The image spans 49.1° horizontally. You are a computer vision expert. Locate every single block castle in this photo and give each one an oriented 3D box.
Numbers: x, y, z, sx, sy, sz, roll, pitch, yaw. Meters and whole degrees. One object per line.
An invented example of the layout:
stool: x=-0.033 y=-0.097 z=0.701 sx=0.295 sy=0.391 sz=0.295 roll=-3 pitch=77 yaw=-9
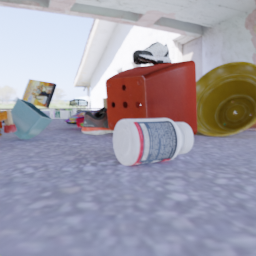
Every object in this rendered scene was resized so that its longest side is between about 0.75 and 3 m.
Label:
block castle: x=-3.657 y=0.061 z=6.719 sx=1.626 sy=0.763 sz=1.087 roll=-4 pitch=13 yaw=7

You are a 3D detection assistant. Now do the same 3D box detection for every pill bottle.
pill bottle: x=0.454 y=0.211 z=4.763 sx=1.263 sy=0.755 sz=0.755 roll=-3 pitch=6 yaw=-29

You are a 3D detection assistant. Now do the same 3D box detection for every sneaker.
sneaker: x=-0.622 y=-0.272 z=9.535 sx=0.840 sy=0.893 sz=2.181 roll=4 pitch=6 yaw=38
sneaker: x=0.743 y=-2.455 z=9.198 sx=0.687 sy=0.745 sz=1.862 roll=-3 pitch=6 yaw=39

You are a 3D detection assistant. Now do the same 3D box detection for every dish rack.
dish rack: x=-2.375 y=-0.771 z=13.273 sx=1.027 sy=1.340 sz=0.365 roll=2 pitch=-14 yaw=-4

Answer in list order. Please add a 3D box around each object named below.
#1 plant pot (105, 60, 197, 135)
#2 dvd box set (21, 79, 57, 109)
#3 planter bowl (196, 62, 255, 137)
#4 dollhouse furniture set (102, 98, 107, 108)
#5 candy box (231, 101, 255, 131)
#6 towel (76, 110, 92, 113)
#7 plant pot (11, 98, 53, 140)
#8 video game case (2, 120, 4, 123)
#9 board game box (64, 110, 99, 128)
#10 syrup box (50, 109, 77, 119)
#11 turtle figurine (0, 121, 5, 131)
plant pot: x=0.588 y=-0.808 z=8.663 sx=2.317 sy=2.315 sz=2.042 roll=4 pitch=12 yaw=42
dvd box set: x=-3.390 y=-1.311 z=10.588 sx=1.332 sy=0.975 sz=0.196 roll=14 pitch=-9 yaw=27
planter bowl: x=3.348 y=-0.713 z=9.150 sx=2.726 sy=2.726 sz=1.135 roll=4 pitch=-24 yaw=42
dollhouse furniture set: x=-1.389 y=-1.386 z=19.828 sx=1.135 sy=1.432 sz=1.017 roll=-4 pitch=2 yaw=-17
candy box: x=4.324 y=-0.781 z=10.432 sx=1.009 sy=1.730 sz=0.489 roll=0 pitch=-9 yaw=3
towel: x=-2.455 y=-0.798 z=17.119 sx=1.532 sy=0.655 sz=1.268 roll=-1 pitch=4 yaw=-9
plant pot: x=-2.762 y=-0.165 z=7.649 sx=0.849 sy=0.865 sz=0.847 roll=37 pitch=1 yaw=6
video game case: x=-6.209 y=-0.377 z=15.128 sx=1.115 sy=0.157 sz=1.234 roll=1 pitch=5 yaw=2
board game box: x=-1.271 y=-0.237 z=10.812 sx=2.015 sy=0.497 sz=2.551 roll=-5 pitch=-7 yaw=-33
syrup box: x=-4.312 y=-0.941 z=18.634 sx=1.713 sy=0.674 sz=0.697 roll=1 pitch=5 yaw=16
turtle figurine: x=-5.504 y=-0.434 z=9.543 sx=2.068 sy=1.391 sz=2.762 roll=3 pitch=11 yaw=30
